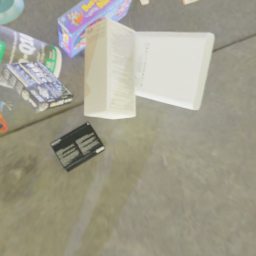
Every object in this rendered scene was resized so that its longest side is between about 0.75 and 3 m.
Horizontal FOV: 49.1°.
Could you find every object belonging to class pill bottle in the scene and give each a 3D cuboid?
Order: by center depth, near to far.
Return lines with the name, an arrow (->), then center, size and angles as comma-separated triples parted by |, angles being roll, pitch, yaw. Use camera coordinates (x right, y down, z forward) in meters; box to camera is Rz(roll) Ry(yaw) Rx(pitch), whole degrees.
pill bottle -> -3.430, -1.956, 7.704 | 2.776, 1.570, 1.570 | 14, 62, -36

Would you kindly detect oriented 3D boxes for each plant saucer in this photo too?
plant saucer -> -4.645, -4.468, 10.129 | 1.624, 0.292, 1.624 | 0, 67, 0

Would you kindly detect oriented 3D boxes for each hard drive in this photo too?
hard drive -> 0.926, -1.659, 7.653 | 2.736, 0.365, 1.804 | 22, 108, 47

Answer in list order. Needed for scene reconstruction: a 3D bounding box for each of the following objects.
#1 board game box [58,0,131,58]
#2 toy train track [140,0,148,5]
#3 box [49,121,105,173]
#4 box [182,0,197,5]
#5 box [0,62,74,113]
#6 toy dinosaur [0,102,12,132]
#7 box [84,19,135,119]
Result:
board game box -> -1.001, -3.519, 8.850 | 2.604, 1.751, 0.583 | -43, 93, -15
toy train track -> 0.325, -5.526, 10.538 | 1.184, 0.336, 2.065 | -16, 69, -6
box -> -1.426, 0.539, 7.969 | 1.275, 0.503, 0.900 | -30, 74, -11
box -> 1.762, -3.929, 7.450 | 0.928, 0.323, 1.559 | -14, 49, 10
box -> -2.178, -1.046, 6.818 | 1.404, 0.345, 1.132 | 44, 32, 13
toy dinosaur -> -3.935, -0.485, 7.831 | 0.823, 1.568, 1.423 | -28, 99, 5
box -> -0.505, -1.566, 7.914 | 0.978, 1.195, 2.516 | -5, 82, 43
